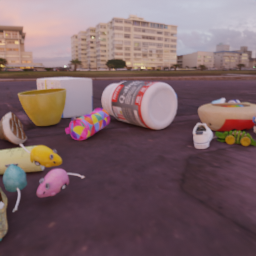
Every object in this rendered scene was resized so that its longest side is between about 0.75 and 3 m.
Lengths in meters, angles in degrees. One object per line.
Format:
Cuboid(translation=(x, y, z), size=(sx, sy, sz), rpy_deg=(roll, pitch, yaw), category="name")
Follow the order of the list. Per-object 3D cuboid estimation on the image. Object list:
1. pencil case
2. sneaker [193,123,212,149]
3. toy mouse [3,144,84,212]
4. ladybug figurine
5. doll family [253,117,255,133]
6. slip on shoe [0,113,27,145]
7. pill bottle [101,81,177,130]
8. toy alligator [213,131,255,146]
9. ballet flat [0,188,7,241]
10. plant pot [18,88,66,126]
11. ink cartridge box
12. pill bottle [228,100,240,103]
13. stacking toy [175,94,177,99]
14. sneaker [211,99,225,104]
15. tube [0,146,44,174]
Cuboid(translation=(-1.224, -0.143, 8.910), size=(0.750, 0.750, 1.698), rpy_deg=(5, 16, 22), category="pencil case")
Cuboid(translation=(2.142, 0.116, 8.017), size=(0.548, 0.532, 1.502), rpy_deg=(-2, 15, 14), category="sneaker")
Cuboid(translation=(-1.489, 0.754, 4.473), size=(1.438, 0.278, 1.278), rpy_deg=(16, 38, 10), category="toy mouse")
Cuboid(translation=(3.597, -0.380, 9.775), size=(2.414, 0.868, 1.638), rpy_deg=(-3, 12, -12), category="ladybug figurine")
Cuboid(translation=(4.531, 0.061, 8.743), size=(0.910, 0.661, 1.466), rpy_deg=(1, -8, 40), category="doll family")
Cuboid(translation=(-3.517, 0.092, 8.189), size=(0.650, 0.816, 2.146), rpy_deg=(-37, 28, -9), category="slip on shoe")
Cuboid(translation=(0.300, -0.934, 10.561), size=(1.636, 1.636, 2.824), rpy_deg=(-9, 15, -37), category="pill bottle")
Cuboid(translation=(2.934, 0.246, 8.066), size=(1.540, 0.370, 0.510), rpy_deg=(6, 14, 26), category="toy alligator")
Cuboid(translation=(-2.011, 1.043, 3.989), size=(0.570, 0.570, 1.612), rpy_deg=(-6, 13, -28), category="ballet flat")
Cuboid(translation=(-3.067, -0.751, 10.333), size=(1.701, 1.207, 1.701), rpy_deg=(-4, 14, 1), category="plant pot")
Cuboid(translation=(-2.930, -1.447, 12.875), size=(1.625, 1.654, 2.247), rpy_deg=(-11, 16, -40), category="ink cartridge box")
Cuboid(translation=(5.642, -1.257, 14.909), size=(0.447, 0.447, 0.772), rpy_deg=(10, 16, 39), category="pill bottle")
Cuboid(translation=(1.383, -0.988, 12.882), size=(1.077, 1.018, 1.856), rpy_deg=(17, 30, 32), category="stacking toy")
Cuboid(translation=(4.381, -1.137, 13.877), size=(0.713, 0.643, 1.741), rpy_deg=(10, 15, 23), category="sneaker")
Cuboid(translation=(-2.781, 0.716, 5.682), size=(2.061, 0.535, 0.598), rpy_deg=(-6, -26, -4), category="tube")
